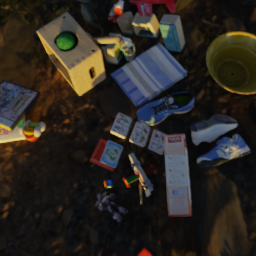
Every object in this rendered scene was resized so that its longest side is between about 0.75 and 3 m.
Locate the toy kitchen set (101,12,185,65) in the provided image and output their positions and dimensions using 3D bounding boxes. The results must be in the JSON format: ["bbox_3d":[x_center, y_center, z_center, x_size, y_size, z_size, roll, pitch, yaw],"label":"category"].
[{"bbox_3d":[0.683,-3.557,12.222,2.798,1.648,2.241,16,72,27],"label":"toy kitchen set"}]

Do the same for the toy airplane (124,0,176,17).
[{"bbox_3d":[1.176,-6.084,13.337,2.756,0.507,2.756,0,75,-1],"label":"toy airplane"}]

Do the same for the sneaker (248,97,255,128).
[{"bbox_3d":[5.675,-0.365,11.529,0.903,0.680,1.931,-4,66,-24],"label":"sneaker"}]

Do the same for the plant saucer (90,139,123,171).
[{"bbox_3d":[-0.871,1.059,11.222,1.040,0.191,1.038,23,74,8],"label":"plant saucer"}]

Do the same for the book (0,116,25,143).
[{"bbox_3d":[-5.255,-0.041,11.482,1.995,0.479,1.333,-10,75,-6],"label":"book"}]

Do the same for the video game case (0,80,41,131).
[{"bbox_3d":[-4.937,-0.975,11.456,1.855,0.262,2.053,19,57,12],"label":"video game case"}]

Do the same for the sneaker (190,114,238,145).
[{"bbox_3d":[3.403,0.071,11.230,2.115,0.921,0.788,-12,34,-13],"label":"sneaker"}]

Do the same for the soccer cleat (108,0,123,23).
[{"bbox_3d":[-0.522,-5.227,12.608,0.497,1.449,0.617,20,85,-15],"label":"soccer cleat"}]

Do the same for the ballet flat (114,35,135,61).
[{"bbox_3d":[-0.086,-3.449,11.786,0.644,1.790,0.644,-5,74,18],"label":"ballet flat"}]

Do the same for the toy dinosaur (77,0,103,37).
[{"bbox_3d":[-1.781,-5.158,12.661,0.853,1.133,2.216,-8,98,27],"label":"toy dinosaur"}]

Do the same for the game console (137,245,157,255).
[{"bbox_3d":[1.545,4.475,8.964,1.483,2.499,2.154,-32,67,-22],"label":"game console"}]

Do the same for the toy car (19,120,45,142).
[{"bbox_3d":[-3.804,0.155,11.187,0.833,0.714,0.952,8,29,6],"label":"toy car"}]

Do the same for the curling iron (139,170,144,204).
[{"bbox_3d":[0.533,2.239,10.742,0.168,0.325,1.312,-12,70,42],"label":"curling iron"}]

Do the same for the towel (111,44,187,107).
[{"bbox_3d":[0.918,-2.358,12.223,2.781,0.331,2.043,-34,75,-11],"label":"towel"}]

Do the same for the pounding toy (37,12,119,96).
[{"bbox_3d":[-1.864,-3.032,11.129,2.022,2.844,2.618,-37,76,-11],"label":"pounding toy"}]

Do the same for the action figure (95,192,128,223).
[{"bbox_3d":[-0.666,2.892,10.460,1.299,0.451,0.845,40,54,3],"label":"action figure"}]

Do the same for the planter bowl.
[{"bbox_3d":[4.582,-2.507,11.839,2.863,1.193,2.863,0,73,0],"label":"planter bowl"}]

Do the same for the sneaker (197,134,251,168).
[{"bbox_3d":[3.580,0.921,10.843,2.321,0.879,0.894,-15,75,-23],"label":"sneaker"}]

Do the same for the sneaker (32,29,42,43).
[{"bbox_3d":[-3.321,-4.461,12.793,1.918,0.725,1.108,3,67,-10],"label":"sneaker"}]

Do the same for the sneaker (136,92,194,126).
[{"bbox_3d":[1.502,-0.919,11.348,2.544,1.134,0.999,-22,72,-5],"label":"sneaker"}]

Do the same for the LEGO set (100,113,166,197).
[{"bbox_3d":[0.115,1.132,10.474,2.221,0.730,2.973,24,57,-7],"label":"LEGO set"}]

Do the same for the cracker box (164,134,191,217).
[{"bbox_3d":[1.803,1.764,10.085,0.785,1.823,2.721,-5,72,12],"label":"cracker box"}]
